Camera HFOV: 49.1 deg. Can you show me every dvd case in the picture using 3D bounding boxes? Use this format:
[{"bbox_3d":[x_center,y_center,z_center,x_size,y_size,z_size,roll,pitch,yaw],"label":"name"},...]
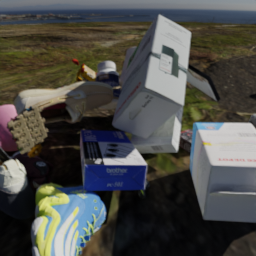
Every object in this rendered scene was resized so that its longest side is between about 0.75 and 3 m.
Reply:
[{"bbox_3d":[2.182,-1.589,9.000,0.147,1.196,1.676,-45,48,2],"label":"dvd case"}]

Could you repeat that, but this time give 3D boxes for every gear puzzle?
[{"bbox_3d":[-2.218,0.146,6.325,0.204,1.557,0.807,35,58,23],"label":"gear puzzle"}]

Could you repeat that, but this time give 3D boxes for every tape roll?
[{"bbox_3d":[0.709,-2.034,10.437,1.896,1.302,1.896,14,-4,1],"label":"tape roll"}]

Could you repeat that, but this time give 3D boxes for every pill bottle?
[{"bbox_3d":[-0.800,-1.688,11.107,0.969,1.746,0.969,-6,-13,-1],"label":"pill bottle"}]

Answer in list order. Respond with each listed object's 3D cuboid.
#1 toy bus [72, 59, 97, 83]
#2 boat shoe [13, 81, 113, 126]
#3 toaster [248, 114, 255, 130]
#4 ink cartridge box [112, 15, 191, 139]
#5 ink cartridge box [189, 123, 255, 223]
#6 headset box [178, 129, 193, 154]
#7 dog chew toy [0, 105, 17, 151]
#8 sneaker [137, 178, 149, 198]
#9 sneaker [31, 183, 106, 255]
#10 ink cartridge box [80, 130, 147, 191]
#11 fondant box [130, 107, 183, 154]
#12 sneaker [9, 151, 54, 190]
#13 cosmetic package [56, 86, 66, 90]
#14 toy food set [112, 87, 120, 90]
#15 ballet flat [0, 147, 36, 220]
[{"bbox_3d":[-2.190,-2.534,14.434,1.837,1.006,1.947,44,16,24],"label":"toy bus"},{"bbox_3d":[-1.653,-0.568,7.767,2.779,1.025,0.961,-12,57,-18],"label":"boat shoe"},{"bbox_3d":[4.901,-0.131,10.009,1.129,0.642,0.729,-1,24,-11],"label":"toaster"},{"bbox_3d":[0.658,-1.367,7.839,1.152,2.032,2.772,23,57,-15],"label":"ink cartridge box"},{"bbox_3d":[2.431,1.043,6.643,1.542,1.502,2.399,2,26,3],"label":"ink cartridge box"},{"bbox_3d":[2.023,0.418,9.195,0.735,0.371,0.989,-15,30,-28],"label":"headset box"},{"bbox_3d":[-4.136,0.259,8.468,2.366,1.473,1.473,-30,39,-33],"label":"dog chew toy"},{"bbox_3d":[0.392,1.490,7.147,0.322,0.294,0.796,1,28,-4],"label":"sneaker"},{"bbox_3d":[-1.060,1.893,5.452,1.466,1.057,2.791,-7,26,-15],"label":"sneaker"},{"bbox_3d":[-0.549,0.722,7.440,1.385,0.651,2.947,2,13,-12],"label":"ink cartridge box"},{"bbox_3d":[0.908,-0.163,8.643,1.362,0.550,1.888,-5,55,29],"label":"fondant box"},{"bbox_3d":[-2.755,1.312,6.846,1.378,0.903,2.386,15,29,21],"label":"sneaker"},{"bbox_3d":[-2.997,-1.226,12.137,0.841,0.709,1.626,17,31,31],"label":"cosmetic package"},{"bbox_3d":[-1.470,-1.005,9.822,2.257,0.453,1.558,4,25,45],"label":"toy food set"},{"bbox_3d":[-2.977,0.855,6.278,2.706,0.988,0.988,46,41,10],"label":"ballet flat"}]
